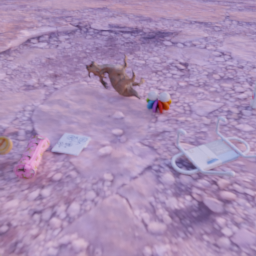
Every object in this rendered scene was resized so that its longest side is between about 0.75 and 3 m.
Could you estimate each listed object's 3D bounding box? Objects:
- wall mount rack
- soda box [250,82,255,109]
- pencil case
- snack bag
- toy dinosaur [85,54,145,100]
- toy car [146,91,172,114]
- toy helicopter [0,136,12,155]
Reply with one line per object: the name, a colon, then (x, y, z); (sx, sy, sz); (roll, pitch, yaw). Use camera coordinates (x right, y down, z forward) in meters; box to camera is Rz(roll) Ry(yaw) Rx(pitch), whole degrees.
wall mount rack: (2.645, 0.672, 7.850); (2.669, 0.995, 2.319); (-16, 38, -20)
soda box: (4.959, -1.349, 10.496); (0.421, 1.238, 0.394); (5, 25, 5)
pencil case: (-2.714, 0.805, 7.952); (0.609, 0.636, 1.470); (1, 35, 3)
snack bag: (-1.774, 0.529, 8.828); (0.943, 0.107, 1.001); (9, 35, 14)
toy dinosaur: (-0.414, -1.890, 11.337); (2.436, 1.651, 1.046); (53, 19, 5)
toy car: (1.092, -0.861, 10.289); (0.956, 0.837, 0.717); (9, 60, 13)
toy helicopter: (-4.102, 0.950, 7.435); (2.187, 0.863, 1.446); (-28, 67, -8)
